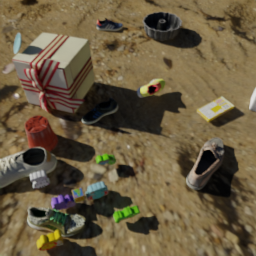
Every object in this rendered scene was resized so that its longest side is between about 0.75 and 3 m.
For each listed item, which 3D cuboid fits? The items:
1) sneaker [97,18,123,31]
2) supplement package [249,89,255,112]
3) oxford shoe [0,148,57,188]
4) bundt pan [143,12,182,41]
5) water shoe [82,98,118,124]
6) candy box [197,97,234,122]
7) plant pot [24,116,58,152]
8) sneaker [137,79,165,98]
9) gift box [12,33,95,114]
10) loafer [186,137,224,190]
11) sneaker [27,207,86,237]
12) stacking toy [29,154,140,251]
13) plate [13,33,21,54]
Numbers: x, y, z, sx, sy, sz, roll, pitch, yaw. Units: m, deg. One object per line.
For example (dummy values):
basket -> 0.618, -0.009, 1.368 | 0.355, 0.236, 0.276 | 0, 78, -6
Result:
sneaker -> -0.999, -5.659, 15.204 | 1.436, 0.607, 0.538 | -5, 50, -5
supplement package -> 5.754, -1.076, 11.095 | 1.519, 0.888, 0.891 | 17, 52, 14
oxford shoe -> -3.813, 1.270, 9.155 | 2.853, 0.824, 1.073 | -14, 54, -9
bundt pan -> 1.765, -5.288, 14.787 | 2.036, 0.764, 2.036 | 1, 49, -1
water shoe -> -1.159, -0.692, 10.755 | 1.537, 0.606, 0.549 | -26, 53, 2
candy box -> 3.464, -0.748, 11.107 | 1.341, 0.177, 0.686 | -26, 50, -18
plant pot -> -3.122, 0.186, 9.918 | 1.075, 1.046, 1.075 | 0, 49, 0
sneaker -> 1.082, -1.613, 11.434 | 1.467, 0.573, 0.663 | -32, 17, -32
gift box -> -2.697, -2.148, 10.986 | 2.658, 2.453, 2.482 | 11, 49, 19
loafer -> 2.700, 1.063, 9.383 | 0.816, 0.714, 2.270 | 26, 54, 21
sneaker -> -2.103, 2.609, 8.010 | 1.790, 0.793, 0.688 | 5, 50, 4
stacking toy -> -1.427, 2.127, 8.570 | 2.980, 0.700, 2.247 | -15, 53, -15
plate -> -4.104, -3.135, 10.439 | 0.099, 0.777, 0.777 | 7, 40, -39
